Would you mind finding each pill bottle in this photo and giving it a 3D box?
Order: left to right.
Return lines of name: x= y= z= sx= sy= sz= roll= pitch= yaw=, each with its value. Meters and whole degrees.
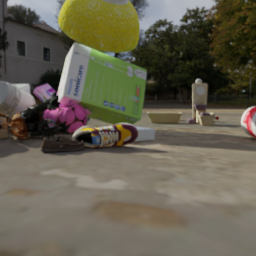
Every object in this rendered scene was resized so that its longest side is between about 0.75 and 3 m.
pill bottle: x=3.387 y=-0.095 z=6.715 sx=0.847 sy=0.847 sz=1.508 roll=0 pitch=5 yaw=1

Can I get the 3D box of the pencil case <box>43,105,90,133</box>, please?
pencil case: x=-2.261 y=-0.316 z=9.051 sx=2.142 sy=0.972 sz=1.003 roll=5 pitch=37 yaw=39

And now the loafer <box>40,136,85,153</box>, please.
loafer: x=-1.230 y=0.296 z=5.334 sx=0.838 sy=0.297 sz=0.306 roll=-3 pitch=5 yaw=-29

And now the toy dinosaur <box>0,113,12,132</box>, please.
toy dinosaur: x=-4.640 y=-0.292 z=9.469 sx=1.621 sy=1.220 sz=2.388 roll=23 pitch=-24 yaw=-32

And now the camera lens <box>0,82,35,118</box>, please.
camera lens: x=-3.646 y=-0.814 z=8.848 sx=0.956 sy=0.956 sz=1.195 roll=2 pitch=-17 yaw=27

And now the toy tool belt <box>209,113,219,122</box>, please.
toy tool belt: x=4.242 y=-0.546 z=14.325 sx=0.804 sy=0.502 sz=0.494 roll=3 pitch=14 yaw=21

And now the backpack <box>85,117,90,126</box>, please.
backpack: x=-2.103 y=-0.731 z=11.250 sx=1.404 sy=1.082 sz=1.337 roll=-1 pitch=-35 yaw=-12

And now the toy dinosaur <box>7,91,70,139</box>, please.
toy dinosaur: x=-2.452 y=-0.085 z=7.325 sx=1.547 sy=1.165 sz=2.280 roll=-15 pitch=35 yaw=-3

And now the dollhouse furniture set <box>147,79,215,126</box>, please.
dollhouse furniture set: x=2.285 y=-1.218 z=12.776 sx=2.916 sy=2.069 sz=2.310 roll=1 pitch=5 yaw=7

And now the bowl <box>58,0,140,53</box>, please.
bowl: x=-0.801 y=-4.035 z=9.582 sx=2.952 sy=1.588 sz=2.952 roll=14 pitch=42 yaw=-13

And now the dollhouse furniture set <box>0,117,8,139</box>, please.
dollhouse furniture set: x=-3.876 y=-0.561 z=7.395 sx=0.812 sy=1.664 sz=1.419 roll=-6 pitch=8 yaw=-44

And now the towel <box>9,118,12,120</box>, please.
towel: x=-3.880 y=-0.514 z=9.797 sx=0.835 sy=1.120 sz=0.172 roll=4 pitch=9 yaw=28

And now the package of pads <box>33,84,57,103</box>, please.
package of pads: x=-3.292 y=-1.284 z=11.767 sx=0.454 sy=1.199 sz=0.723 roll=-48 pitch=-3 yaw=34

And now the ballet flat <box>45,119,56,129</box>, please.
ballet flat: x=-2.849 y=-0.039 z=8.588 sx=1.565 sy=0.541 sz=0.557 roll=5 pitch=26 yaw=41

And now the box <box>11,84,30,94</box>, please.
box: x=-5.176 y=-0.980 z=11.695 sx=1.777 sy=1.530 sz=1.786 roll=0 pitch=17 yaw=-3

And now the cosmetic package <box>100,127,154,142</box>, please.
cosmetic package: x=-0.054 y=0.137 z=7.199 sx=0.935 sy=0.320 sz=1.240 roll=0 pitch=4 yaw=-31

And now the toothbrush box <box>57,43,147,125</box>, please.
toothbrush box: x=-0.872 y=-1.361 z=9.563 sx=2.722 sy=1.982 sz=1.172 roll=16 pitch=-22 yaw=-24

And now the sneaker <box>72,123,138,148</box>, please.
sneaker: x=-0.472 y=0.206 z=5.761 sx=1.349 sy=0.506 sz=0.608 roll=-5 pitch=12 yaw=10
